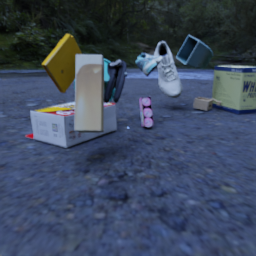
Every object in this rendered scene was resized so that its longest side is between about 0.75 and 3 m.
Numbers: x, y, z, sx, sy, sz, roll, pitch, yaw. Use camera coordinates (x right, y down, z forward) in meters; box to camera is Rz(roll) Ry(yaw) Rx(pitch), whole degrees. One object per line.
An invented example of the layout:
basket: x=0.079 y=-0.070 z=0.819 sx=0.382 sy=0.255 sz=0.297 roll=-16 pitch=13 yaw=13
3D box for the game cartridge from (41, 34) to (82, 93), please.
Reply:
game cartridge: x=-1.502 y=-1.545 z=6.724 sx=0.177 sy=0.962 sz=1.091 roll=14 pitch=61 yaw=26

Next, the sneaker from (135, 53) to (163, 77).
sneaker: x=0.739 y=-2.413 z=9.998 sx=0.722 sy=0.649 sz=1.672 roll=40 pitch=27 yaw=-2

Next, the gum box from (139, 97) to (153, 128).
gum box: x=0.595 y=-0.490 z=9.136 sx=0.326 sy=0.985 sz=0.559 roll=-5 pitch=-1 yaw=-4

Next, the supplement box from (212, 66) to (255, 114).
supplement box: x=4.651 y=-1.679 z=11.923 sx=1.233 sy=1.835 sz=1.837 roll=-5 pitch=15 yaw=-20

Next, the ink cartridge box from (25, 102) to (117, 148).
ink cartridge box: x=-1.701 y=-0.230 z=8.293 sx=1.854 sy=0.886 sz=2.112 roll=9 pitch=18 yaw=34

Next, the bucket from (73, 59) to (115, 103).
bucket: x=-1.000 y=-1.538 z=9.084 sx=1.399 sy=1.399 sz=0.910 roll=3 pitch=55 yaw=10

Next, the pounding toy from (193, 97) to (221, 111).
pounding toy: x=3.473 y=-1.001 z=12.099 sx=1.025 sy=0.469 sz=0.900 roll=16 pitch=21 yaw=30

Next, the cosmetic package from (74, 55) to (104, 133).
cosmetic package: x=-0.815 y=-0.696 z=6.072 sx=0.566 sy=1.591 sz=0.837 roll=0 pitch=-2 yaw=-1

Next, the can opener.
can opener: x=-0.277 y=-1.122 z=6.771 sx=0.520 sy=0.645 sz=1.641 roll=-13 pitch=37 yaw=12

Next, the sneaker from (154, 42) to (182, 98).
sneaker: x=1.638 y=-2.503 z=12.089 sx=0.960 sy=2.578 sz=1.123 roll=-19 pitch=-15 yaw=5

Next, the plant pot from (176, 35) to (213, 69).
plant pot: x=2.780 y=-2.952 z=11.314 sx=1.055 sy=1.036 sz=1.033 roll=19 pitch=23 yaw=-23
